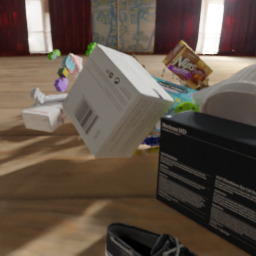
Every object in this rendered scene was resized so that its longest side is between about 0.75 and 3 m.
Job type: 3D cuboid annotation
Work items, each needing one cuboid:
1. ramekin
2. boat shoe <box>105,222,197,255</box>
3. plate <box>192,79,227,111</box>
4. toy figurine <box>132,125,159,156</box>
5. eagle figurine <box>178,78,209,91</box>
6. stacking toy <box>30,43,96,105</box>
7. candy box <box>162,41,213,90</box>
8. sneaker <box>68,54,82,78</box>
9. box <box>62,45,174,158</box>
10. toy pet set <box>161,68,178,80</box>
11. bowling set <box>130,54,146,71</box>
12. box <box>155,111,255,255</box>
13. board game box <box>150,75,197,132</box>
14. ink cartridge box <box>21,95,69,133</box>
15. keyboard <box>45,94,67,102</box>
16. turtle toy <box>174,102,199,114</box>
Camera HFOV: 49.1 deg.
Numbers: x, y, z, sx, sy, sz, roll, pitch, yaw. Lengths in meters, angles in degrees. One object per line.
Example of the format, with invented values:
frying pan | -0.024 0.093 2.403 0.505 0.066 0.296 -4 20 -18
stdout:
ramekin | 3.128 -0.243 6.395 1.373 2.616 2.616 -45 39 -21
boat shoe | 0.570 2.012 4.350 2.111 0.716 0.757 11 22 30
plate | 2.694 -0.544 7.910 1.718 1.721 0.278 -23 40 -6
toy figurine | 1.051 0.224 8.955 2.113 1.115 1.266 -11 -6 21
eagle figurine | 2.709 -1.520 13.645 2.057 2.711 2.046 29 43 -38
stacking toy | -2.384 -2.048 10.721 2.042 0.636 2.709 0 60 24
candy box | 2.667 -2.743 12.462 2.119 1.236 0.598 28 27 -37
sneaker | -2.648 -3.010 13.400 0.787 0.567 1.505 24 37 -26
box | -0.396 -0.693 8.019 1.499 2.294 2.282 5 39 -49
toy pet set | 2.009 -2.678 12.975 0.822 0.768 0.437 10 5 0
bowling set | 0.127 -3.099 14.117 1.536 1.069 0.825 1 60 13
box | 1.945 0.948 5.456 1.124 2.011 2.850 -16 25 -38
board game box | 1.376 -0.544 8.918 2.334 1.762 0.548 25 50 27
ink cartridge box | -3.211 -0.638 11.510 1.357 0.767 1.852 8 32 22
keyboard | -2.558 -1.324 11.711 2.457 0.131 0.691 -6 27 -5
turtle toy | 1.543 0.258 7.599 1.402 1.924 0.973 1 3 8
